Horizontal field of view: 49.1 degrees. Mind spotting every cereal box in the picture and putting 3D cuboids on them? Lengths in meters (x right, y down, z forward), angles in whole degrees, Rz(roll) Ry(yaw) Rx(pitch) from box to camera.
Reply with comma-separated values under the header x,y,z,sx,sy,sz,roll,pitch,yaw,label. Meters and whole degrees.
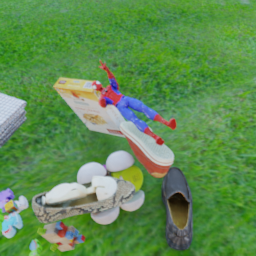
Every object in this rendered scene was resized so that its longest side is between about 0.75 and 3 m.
x,y,z,sx,sy,sz,roll,pitch,yaw,label
-1.333,-0.728,10.789,2.017,2.803,0.554,11,60,35,cereal box

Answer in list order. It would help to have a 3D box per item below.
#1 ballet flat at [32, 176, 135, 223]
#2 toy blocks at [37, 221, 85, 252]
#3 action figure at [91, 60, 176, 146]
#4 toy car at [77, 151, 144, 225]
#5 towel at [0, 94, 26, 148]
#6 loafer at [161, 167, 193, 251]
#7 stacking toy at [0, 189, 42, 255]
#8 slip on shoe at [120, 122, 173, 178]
x,y,z,sx,sy,sz,roll,pitch,yaw,label
-1.115,1.693,7.034,2.631,0.991,0.892,-13,42,-5,ballet flat
-1.688,2.866,7.422,0.796,1.165,0.582,-22,33,24,toy blocks
-0.154,-0.759,7.692,2.917,1.444,0.952,35,83,31,action figure
-0.666,1.905,9.476,2.282,1.997,1.711,-22,12,-20,toy car
-5.075,-0.219,10.065,1.984,1.026,2.396,17,46,12,towel
1.682,2.390,9.249,1.068,1.061,2.935,-1,44,0,loafer
-3.282,2.297,7.553,0.596,1.913,2.537,-35,41,-11,stacking toy
0.470,0.588,9.297,1.077,0.889,2.906,-2,29,-28,slip on shoe
